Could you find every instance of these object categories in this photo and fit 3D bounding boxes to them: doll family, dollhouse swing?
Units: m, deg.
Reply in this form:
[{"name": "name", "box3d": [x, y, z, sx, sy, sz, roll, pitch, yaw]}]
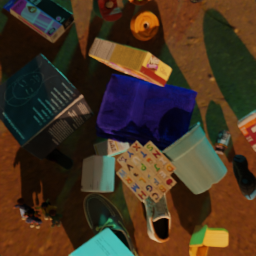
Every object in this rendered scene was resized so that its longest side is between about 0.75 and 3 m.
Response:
[{"name": "doll family", "box3d": [-2.704, 2.512, 8.357, 1.542, 0.891, 0.605, -4, 43, -3]}, {"name": "dollhouse swing", "box3d": [2.292, 3.356, 7.898, 0.882, 1.003, 0.912, 8, 41, 26]}]

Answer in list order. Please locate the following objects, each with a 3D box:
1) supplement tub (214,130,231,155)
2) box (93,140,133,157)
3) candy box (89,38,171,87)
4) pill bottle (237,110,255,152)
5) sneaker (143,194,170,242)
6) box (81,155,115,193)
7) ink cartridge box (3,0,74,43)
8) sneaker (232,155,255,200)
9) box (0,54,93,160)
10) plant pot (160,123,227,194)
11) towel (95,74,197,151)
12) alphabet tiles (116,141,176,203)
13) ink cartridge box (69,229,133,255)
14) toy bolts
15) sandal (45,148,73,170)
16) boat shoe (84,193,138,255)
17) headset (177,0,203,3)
[{"name": "supplement tub", "box3d": [3.091, 0.478, 9.218, 0.404, 0.404, 0.755, 21, 76, 6]}, {"name": "box", "box3d": [-0.469, 0.618, 9.223, 1.256, 0.309, 0.517, -18, 75, -5]}, {"name": "candy box", "box3d": [0.022, -1.856, 7.874, 2.099, 1.225, 0.593, 30, 98, 39]}, {"name": "pill bottle", "box3d": [4.670, 0.530, 8.643, 1.424, 1.424, 2.521, -28, 76, -7]}, {"name": "sneaker", "box3d": [0.875, 2.213, 8.310, 0.823, 0.957, 2.261, -9, 81, -15]}, {"name": "box", "box3d": [-0.934, 1.429, 8.534, 0.682, 1.038, 1.043, 9, 74, -26]}, {"name": "ink cartridge box", "box3d": [-3.442, -4.415, 10.586, 2.649, 0.491, 1.254, 36, 77, 12]}, {"name": "sneaker", "box3d": [3.578, 1.547, 8.609, 0.526, 0.589, 1.438, -5, 54, 7]}, {"name": "box", "box3d": [-2.721, -0.648, 8.714, 2.222, 1.401, 2.260, -41, 68, -11]}, {"name": "plant pot", "box3d": [1.986, 0.980, 8.521, 1.682, 1.682, 1.647, -37, 85, -9]}, {"name": "towel", "box3d": [0.509, -0.440, 8.685, 2.873, 0.712, 2.122, 13, 89, 11]}, {"name": "alphabet tiles", "box3d": [0.510, 1.227, 7.978, 1.361, 0.052, 1.635, -43, 80, -4]}, {"name": "ink cartridge box", "box3d": [-1.394, 4.027, 6.471, 1.312, 2.998, 2.179, 40, 121, 21]}, {"name": "toy bolts", "box3d": [-0.125, -4.366, 10.346, 2.371, 1.644, 2.265, -14, 115, -14]}, {"name": "sandal", "box3d": [-2.357, 0.915, 9.016, 1.282, 0.307, 0.482, 27, 95, 2]}, {"name": "boat shoe", "box3d": [-0.478, 3.135, 8.242, 0.986, 0.824, 2.758, -30, 77, -8]}, {"name": "headset", "box3d": [2.463, -5.123, 10.868, 1.089, 0.511, 0.672, -15, 78, -20]}]
